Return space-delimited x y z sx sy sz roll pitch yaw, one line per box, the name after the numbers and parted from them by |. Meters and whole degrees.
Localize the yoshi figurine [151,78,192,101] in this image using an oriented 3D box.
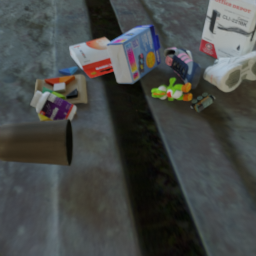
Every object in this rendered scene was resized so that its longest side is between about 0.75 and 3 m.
1.487 -1.253 9.552 1.353 0.758 0.761 4 75 30 | yoshi figurine

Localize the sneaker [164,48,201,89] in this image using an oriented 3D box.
1.915 -2.235 10.330 1.061 0.907 2.587 11 31 -10 | sneaker

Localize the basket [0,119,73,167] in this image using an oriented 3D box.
-2.309 0.382 7.096 1.661 1.498 1.130 0 61 -3 | basket

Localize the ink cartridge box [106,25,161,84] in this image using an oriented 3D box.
0.376 -2.856 10.555 0.870 1.556 2.280 10 40 37 | ink cartridge box

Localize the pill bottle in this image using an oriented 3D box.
-2.257 -0.610 8.474 1.255 0.706 0.706 27 43 -14 | pill bottle

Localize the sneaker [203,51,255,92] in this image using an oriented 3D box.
4.008 -2.345 10.533 2.866 1.117 1.424 -22 37 -28 | sneaker

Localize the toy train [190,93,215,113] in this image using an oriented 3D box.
2.503 -0.849 9.368 0.821 0.350 0.468 -32 39 -4 | toy train

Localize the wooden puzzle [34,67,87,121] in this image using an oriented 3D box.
-2.407 -1.355 10.019 1.950 0.338 2.890 -11 45 -11 | wooden puzzle

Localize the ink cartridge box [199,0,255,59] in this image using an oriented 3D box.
4.093 -4.016 11.026 1.882 2.608 1.092 36 57 28 | ink cartridge box

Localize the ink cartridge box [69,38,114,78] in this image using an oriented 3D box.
-1.251 -2.928 11.472 1.719 0.531 2.120 -22 44 -20 | ink cartridge box
